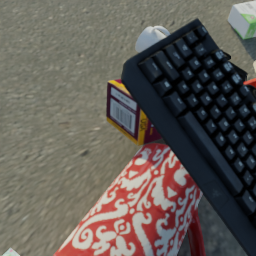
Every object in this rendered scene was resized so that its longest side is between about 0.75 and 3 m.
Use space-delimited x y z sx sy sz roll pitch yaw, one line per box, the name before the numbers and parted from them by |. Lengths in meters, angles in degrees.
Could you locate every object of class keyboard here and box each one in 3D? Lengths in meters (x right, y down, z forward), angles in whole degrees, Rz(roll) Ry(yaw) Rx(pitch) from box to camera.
keyboard | 2.484 -1.791 7.895 2.027 0.260 1.217 28 62 -12
keyboard | 1.233 0.159 2.704 1.590 0.340 2.648 -38 94 -34

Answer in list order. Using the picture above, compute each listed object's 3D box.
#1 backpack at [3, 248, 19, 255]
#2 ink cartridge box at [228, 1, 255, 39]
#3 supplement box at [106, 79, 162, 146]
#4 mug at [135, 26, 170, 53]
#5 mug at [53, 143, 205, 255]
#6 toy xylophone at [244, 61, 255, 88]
backpack | -1.559 2.172 3.701 0.717 0.953 0.846 -30 31 -35
ink cartridge box | 4.355 -3.687 9.395 1.518 0.638 1.104 -14 57 -10
supplement box | 0.851 -0.588 6.474 2.393 1.025 1.320 -16 35 -31
mug | 0.884 -2.490 8.301 0.993 1.132 0.836 39 59 14
mug | 0.298 1.993 5.182 1.875 2.494 2.810 -5 38 47
toy xylophone | 2.404 -0.124 4.238 1.578 2.155 0.541 -12 30 21
